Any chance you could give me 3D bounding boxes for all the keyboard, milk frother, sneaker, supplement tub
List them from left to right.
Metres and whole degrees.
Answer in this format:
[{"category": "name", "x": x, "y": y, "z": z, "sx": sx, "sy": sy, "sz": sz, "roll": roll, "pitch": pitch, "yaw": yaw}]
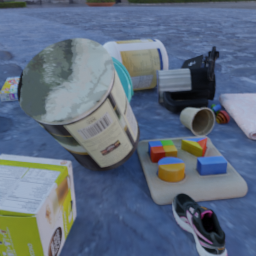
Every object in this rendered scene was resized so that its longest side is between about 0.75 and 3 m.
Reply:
[{"category": "supplement tub", "x": 0.003, "y": -2.309, "z": 10.476, "sx": 2.549, "sy": 1.841, "sz": 1.841, "roll": -9, "pitch": 29, "yaw": -18}, {"category": "milk frother", "x": 1.845, "y": -1.637, "z": 8.938, "sx": 1.862, "sy": 1.979, "sz": 1.786, "roll": -4, "pitch": 30, "yaw": 5}, {"category": "keyboard", "x": 3.204, "y": -2.840, "z": 13.189, "sx": 1.406, "sy": 0.535, "sz": 2.702, "roll": -14, "pitch": 23, "yaw": 25}, {"category": "sneaker", "x": 1.224, "y": 1.505, "z": 4.669, "sx": 0.558, "sy": 0.600, "sz": 1.390, "roll": -9, "pitch": 29, "yaw": -19}]

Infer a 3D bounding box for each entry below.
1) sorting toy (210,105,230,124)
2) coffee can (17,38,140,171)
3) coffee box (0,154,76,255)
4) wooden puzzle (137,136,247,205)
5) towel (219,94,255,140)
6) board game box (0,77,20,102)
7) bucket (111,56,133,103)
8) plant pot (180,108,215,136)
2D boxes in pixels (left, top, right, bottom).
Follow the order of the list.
[{"category": "sorting toy", "x": 2.660, "y": -0.401, "z": 8.466, "sx": 0.361, "sy": 0.529, "sz": 0.880, "roll": -32, "pitch": 30, "yaw": -5}, {"category": "coffee can", "x": -0.793, "y": -0.316, "z": 5.518, "sx": 1.687, "sy": 2.305, "sz": 1.687, "roll": -6, "pitch": 62, "yaw": 11}, {"category": "coffee box", "x": -1.630, "y": 1.292, "z": 4.368, "sx": 1.246, "sy": 1.244, "sz": 1.232, "roll": 5, "pitch": 28, "yaw": 9}, {"category": "wooden puzzle", "x": 1.293, "y": 0.731, "z": 6.231, "sx": 1.949, "sy": 0.487, "sz": 2.104, "roll": -3, "pitch": 28, "yaw": -6}, {"category": "towel", "x": 4.300, "y": -0.416, "z": 8.488, "sx": 2.425, "sy": 0.409, "sz": 2.539, "roll": 0, "pitch": 28, "yaw": -2}, {"category": "board game box", "x": -4.063, "y": -1.539, "z": 10.656, "sx": 1.220, "sy": 0.311, "sz": 1.815, "roll": -7, "pitch": 29, "yaw": -11}, {"category": "bucket", "x": -0.900, "y": -1.037, "z": 7.608, "sx": 2.148, "sy": 2.148, "sz": 1.398, "roll": -1, "pitch": 11, "yaw": -3}, {"category": "plant pot", "x": 1.873, "y": -0.240, "z": 7.869, "sx": 0.804, "sy": 0.804, "sz": 0.736, "roll": -12, "pitch": 20, "yaw": -21}]
